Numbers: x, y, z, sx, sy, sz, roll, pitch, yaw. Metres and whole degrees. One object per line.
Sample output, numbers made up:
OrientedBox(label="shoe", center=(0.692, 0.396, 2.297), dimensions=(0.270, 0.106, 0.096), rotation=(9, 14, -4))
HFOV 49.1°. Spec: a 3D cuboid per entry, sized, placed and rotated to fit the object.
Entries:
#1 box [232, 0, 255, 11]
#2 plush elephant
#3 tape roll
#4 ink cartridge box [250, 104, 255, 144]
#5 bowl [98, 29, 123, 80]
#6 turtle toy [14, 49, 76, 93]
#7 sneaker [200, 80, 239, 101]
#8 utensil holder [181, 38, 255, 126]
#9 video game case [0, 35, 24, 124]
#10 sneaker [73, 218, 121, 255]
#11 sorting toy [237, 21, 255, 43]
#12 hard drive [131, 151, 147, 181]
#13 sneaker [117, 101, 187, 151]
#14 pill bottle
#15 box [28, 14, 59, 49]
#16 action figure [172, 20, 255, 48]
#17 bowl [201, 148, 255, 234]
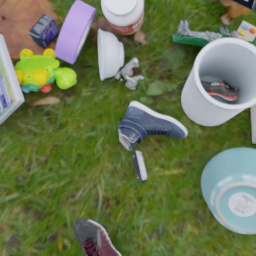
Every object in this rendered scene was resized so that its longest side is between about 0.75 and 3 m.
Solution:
OrientedBox(label="box", center=(3.521, -3.480, 7.170), dimensions=(1.264, 0.659, 0.935), rotation=(-9, 40, -15))
OrientedBox(label="plush elephant", center=(0.118, -1.587, 8.632), dimensions=(0.908, 0.748, 0.703), rotation=(-37, 86, -4))
OrientedBox(label="tape roll", center=(-1.567, -2.817, 8.321), dimensions=(0.574, 1.748, 1.748), rotation=(24, 78, -10))
OrientedBox(label="ink cartridge box", center=(4.599, -0.610, 8.523), dimensions=(1.633, 0.538, 2.244), rotation=(2, 79, 1))
OrientedBox(label="bowl", center=(-0.520, -2.188, 8.402), dimensions=(0.670, 1.490, 1.490), rotation=(-5, 77, -9))
OrientedBox(label="turtle toy", center=(-2.541, -1.604, 8.438), dimensions=(1.935, 0.978, 1.410), rotation=(1, 50, 4))
OrientedBox(label="sneaker", center=(2.666, -1.253, 8.297), dimensions=(1.277, 0.523, 0.492), rotation=(19, 50, 16))
OrientedBox(label="utensil holder", center=(2.475, -1.096, 7.739), dimensions=(1.836, 2.160, 1.836), rotation=(0, 78, -1))
OrientedBox(label="video game case", center=(-3.806, -1.245, 8.007), dimensions=(1.906, 0.231, 2.094), rotation=(-31, 76, 35))
OrientedBox(label="sneaker", center=(-0.746, 3.194, 6.912), dimensions=(0.719, 1.098, 1.900), rotation=(-32, 108, 14))
OrientedBox(label="sorting toy", center=(4.067, -3.106, 9.256), dimensions=(0.885, 0.130, 0.654), rotation=(31, 79, 7))
OrientedBox(label="hard drive", center=(0.335, 1.094, 8.078), dimensions=(0.161, 0.594, 0.850), rotation=(-17, 76, 15))
OrientedBox(label="sneaker", center=(0.625, 0.193, 8.019), dimensions=(1.905, 0.724, 1.377), rotation=(25, 59, 10))
OrientedBox(label="pill bottle", center=(-0.131, -3.378, 7.895), dimensions=(1.147, 2.045, 1.147), rotation=(0, 99, 3))
OrientedBox(label="box", center=(-2.661, -3.053, 8.869), dimensions=(0.430, 0.609, 0.823), rotation=(30, 77, 12))
OrientedBox(label="action figure", center=(2.984, -2.594, 8.531), dimensions=(2.995, 1.769, 0.819), rotation=(13, 113, -8))
OrientedBox(label="bowl", center=(2.938, 1.759, 7.115), dimensions=(2.256, 1.180, 2.256), rotation=(6, 108, 19))
